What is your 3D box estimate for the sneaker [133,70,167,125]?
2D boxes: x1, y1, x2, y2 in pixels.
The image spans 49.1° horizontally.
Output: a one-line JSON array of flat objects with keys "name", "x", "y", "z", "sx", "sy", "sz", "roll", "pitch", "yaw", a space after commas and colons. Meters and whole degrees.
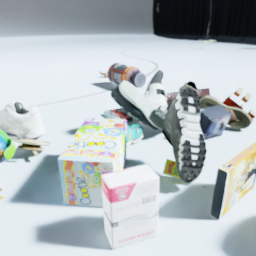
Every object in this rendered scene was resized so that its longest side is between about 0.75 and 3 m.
[{"name": "sneaker", "x": 1.188, "y": -1.206, "z": 11.713, "sx": 1.171, "sy": 0.981, "sz": 2.647, "roll": 21, "pitch": 68, "yaw": 4}]

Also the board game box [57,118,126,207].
[{"name": "board game box", "x": -0.814, "y": 0.805, "z": 7.585, "sx": 1.295, "sy": 1.318, "sz": 2.514, "roll": 3, "pitch": 24, "yaw": 6}]

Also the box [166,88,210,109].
[{"name": "box", "x": 2.597, "y": -1.078, "z": 11.974, "sx": 1.801, "sy": 0.902, "sz": 0.675, "roll": -7, "pitch": 38, "yaw": 14}]

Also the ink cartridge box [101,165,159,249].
[{"name": "ink cartridge box", "x": 0.045, "y": 1.585, "z": 5.677, "sx": 1.029, "sy": 1.422, "sz": 0.600, "roll": -9, "pitch": 22, "yaw": -20}]

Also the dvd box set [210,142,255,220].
[{"name": "dvd box set", "x": 2.600, "y": 1.218, "z": 6.661, "sx": 1.788, "sy": 1.308, "sz": 0.263, "roll": -20, "pitch": 31, "yaw": -40}]

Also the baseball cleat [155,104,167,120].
[{"name": "baseball cleat", "x": 1.634, "y": -0.515, "z": 10.568, "sx": 1.005, "sy": 0.658, "sz": 1.888, "roll": 40, "pitch": 10, "yaw": 22}]

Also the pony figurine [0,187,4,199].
[{"name": "pony figurine", "x": -3.540, "y": 1.507, "z": 7.060, "sx": 0.730, "sy": 0.629, "sz": 0.756, "roll": 23, "pitch": 0, "yaw": -43}]

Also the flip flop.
[{"name": "flip flop", "x": 3.682, "y": -0.530, "z": 10.765, "sx": 2.102, "sy": 0.852, "sz": 0.605, "roll": 31, "pitch": 39, "yaw": 4}]

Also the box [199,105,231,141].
[{"name": "box", "x": 2.971, "y": -0.177, "z": 10.049, "sx": 1.047, "sy": 1.039, "sz": 0.645, "roll": -13, "pitch": 44, "yaw": -26}]

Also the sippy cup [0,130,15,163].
[{"name": "sippy cup", "x": -4.182, "y": 0.765, "z": 7.952, "sx": 1.682, "sy": 1.321, "sz": 1.233, "roll": -38, "pitch": 21, "yaw": 28}]

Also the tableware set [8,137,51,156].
[{"name": "tableware set", "x": -3.745, "y": 0.565, "z": 9.072, "sx": 2.224, "sy": 0.446, "sz": 1.470, "roll": 7, "pitch": -2, "yaw": 3}]

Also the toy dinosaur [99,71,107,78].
[{"name": "toy dinosaur", "x": -1.564, "y": -3.536, "z": 18.835, "sx": 0.557, "sy": 0.353, "sz": 0.822, "roll": -25, "pitch": 45, "yaw": -32}]

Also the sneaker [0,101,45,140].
[{"name": "sneaker", "x": -4.358, "y": -0.404, "z": 10.293, "sx": 2.780, "sy": 1.385, "sz": 1.041, "roll": 5, "pitch": 25, "yaw": 15}]

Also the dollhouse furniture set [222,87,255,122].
[{"name": "dollhouse furniture set", "x": 4.413, "y": -0.712, "z": 11.256, "sx": 1.345, "sy": 1.360, "sz": 0.701, "roll": 38, "pitch": 46, "yaw": 6}]

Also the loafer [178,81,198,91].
[{"name": "loafer", "x": 3.024, "y": -1.765, "z": 13.530, "sx": 0.957, "sy": 0.887, "sz": 2.546, "roll": 39, "pitch": 24, "yaw": -4}]

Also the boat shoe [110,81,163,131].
[{"name": "boat shoe", "x": 0.415, "y": -0.709, "z": 10.472, "sx": 0.757, "sy": 2.508, "sz": 0.948, "roll": -28, "pitch": 27, "yaw": 38}]

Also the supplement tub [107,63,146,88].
[{"name": "supplement tub", "x": -0.070, "y": -2.993, "z": 16.353, "sx": 1.311, "sy": 1.311, "sz": 2.452, "roll": -17, "pitch": 29, "yaw": -34}]

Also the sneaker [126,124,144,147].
[{"name": "sneaker", "x": -0.052, "y": 0.199, "z": 9.671, "sx": 0.716, "sy": 0.735, "sz": 1.847, "roll": 12, "pitch": 26, "yaw": 32}]

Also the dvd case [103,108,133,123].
[{"name": "dvd case", "x": 0.047, "y": -0.606, "z": 12.228, "sx": 1.884, "sy": 0.207, "sz": 1.375, "roll": -13, "pitch": 27, "yaw": -25}]

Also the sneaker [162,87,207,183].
[{"name": "sneaker", "x": 1.476, "y": 0.249, "z": 7.745, "sx": 0.856, "sy": 2.575, "sz": 1.165, "roll": 9, "pitch": -19, "yaw": -25}]

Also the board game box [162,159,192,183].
[{"name": "board game box", "x": 1.395, "y": 1.171, "z": 7.663, "sx": 0.835, "sy": 0.424, "sz": 0.199, "roll": 15, "pitch": -10, "yaw": 11}]
